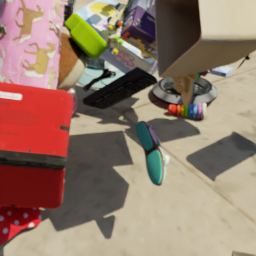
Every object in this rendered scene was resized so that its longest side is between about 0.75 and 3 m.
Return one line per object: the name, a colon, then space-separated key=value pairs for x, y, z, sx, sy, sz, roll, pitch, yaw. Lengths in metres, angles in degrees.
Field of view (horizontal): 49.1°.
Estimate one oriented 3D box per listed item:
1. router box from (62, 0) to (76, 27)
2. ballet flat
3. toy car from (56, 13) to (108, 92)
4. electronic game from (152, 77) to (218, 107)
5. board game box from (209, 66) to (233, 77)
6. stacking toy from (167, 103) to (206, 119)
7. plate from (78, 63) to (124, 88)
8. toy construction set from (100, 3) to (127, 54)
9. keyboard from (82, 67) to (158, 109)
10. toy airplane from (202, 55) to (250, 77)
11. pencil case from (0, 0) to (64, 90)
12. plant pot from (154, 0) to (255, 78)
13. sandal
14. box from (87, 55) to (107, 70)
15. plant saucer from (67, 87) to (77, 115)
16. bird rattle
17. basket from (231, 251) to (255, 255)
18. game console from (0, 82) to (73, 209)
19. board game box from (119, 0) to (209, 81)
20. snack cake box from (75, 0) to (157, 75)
router box: x=-2.562 y=-3.747 z=7.905 sx=2.150 sy=0.668 sz=1.611 roll=11 pitch=46 yaw=-12
ballet flat: x=0.448 y=0.398 z=4.674 sx=0.406 sy=0.395 sz=1.142 roll=6 pitch=58 yaw=-46
toy car: x=-2.264 y=-1.984 z=5.837 sx=2.271 sy=2.765 sz=2.182 roll=-45 pitch=33 yaw=9
electronic game: x=1.954 y=-1.307 z=9.745 sx=2.238 sy=0.466 sz=2.238 roll=-1 pitch=34 yaw=1
board game box: x=3.761 y=-2.433 z=11.673 sx=0.970 sy=0.178 sz=0.734 roll=24 pitch=41 yaw=31
stacking toy: x=1.806 y=-0.555 z=8.699 sx=1.156 sy=0.493 sz=0.493 roll=5 pitch=34 yaw=15
plate: x=-0.932 y=-2.258 z=11.308 sx=2.444 sy=0.312 sz=2.444 roll=-1 pitch=33 yaw=1
toy construction set: x=-0.265 y=-2.711 z=7.321 sx=0.634 sy=0.902 sz=1.376 roll=13 pitch=79 yaw=10
keyboard: x=-0.278 y=-0.646 z=4.703 sx=0.910 sy=1.433 sz=0.148 roll=19 pitch=60 yaw=-40
toy airplane: x=1.861 y=-2.313 z=6.787 sx=2.508 sy=2.508 sz=0.461 roll=19 pitch=49 yaw=25
pencil case: x=-1.655 y=-0.872 z=4.399 sx=1.150 sy=2.777 sz=1.201 roll=3 pitch=-3 yaw=-8
plant pot: x=1.253 y=-1.611 z=4.130 sx=1.295 sy=1.460 sz=1.462 roll=0 pitch=-8 yaw=-15
sandal: x=1.277 y=-1.486 z=7.101 sx=0.599 sy=1.821 sz=0.668 roll=5 pitch=-2 yaw=-14
box: x=-1.255 y=-2.698 z=11.174 sx=0.806 sy=0.638 sz=0.195 roll=12 pitch=35 yaw=12
plant saucer: x=-2.543 y=-1.324 z=8.458 sx=2.480 sy=0.629 sz=2.480 roll=33 pitch=28 yaw=-20
bird rattle: x=-2.548 y=0.859 z=5.826 sx=2.835 sy=1.597 sz=2.311 roll=13 pitch=20 yaw=14
basket: x=2.051 y=2.314 z=4.320 sx=0.921 sy=0.626 sz=0.830 roll=10 pitch=30 yaw=21
game console: x=-1.694 y=0.255 z=3.786 sx=1.738 sy=1.032 sz=1.498 roll=7 pitch=70 yaw=-11
board game box: x=0.850 y=-2.049 z=5.523 sx=1.886 sy=0.535 sz=1.559 roll=21 pitch=66 yaw=-28
snack cake box: x=-0.148 y=-2.673 z=8.402 sx=2.715 sy=0.912 sz=1.561 roll=35 pitch=54 yaw=9
